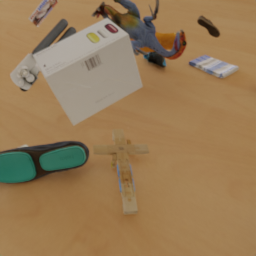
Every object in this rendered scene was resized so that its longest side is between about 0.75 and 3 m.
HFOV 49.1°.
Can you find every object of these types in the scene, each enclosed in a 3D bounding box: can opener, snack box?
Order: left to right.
[{"bbox_3d":[-2.471,-2.107,8.106,2.388,0.628,0.794,-51,22,-4],"label":"can opener"},{"bbox_3d":[-2.913,-4.032,9.604,0.408,1.134,0.138,44,10,4],"label":"snack box"}]

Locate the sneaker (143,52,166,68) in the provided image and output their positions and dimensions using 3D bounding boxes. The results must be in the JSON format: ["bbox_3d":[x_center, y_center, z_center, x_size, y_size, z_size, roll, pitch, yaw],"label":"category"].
[{"bbox_3d":[1.222,-3.107,12.790,0.690,0.617,1.684,-20,33,-6],"label":"sneaker"}]

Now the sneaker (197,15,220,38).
[{"bbox_3d":[3.103,-3.878,10.593,1.059,0.373,0.400,37,58,-11],"label":"sneaker"}]

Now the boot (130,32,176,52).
[{"bbox_3d":[0.919,-3.188,10.202,1.843,0.906,2.574,6,20,27],"label":"boot"}]

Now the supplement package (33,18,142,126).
[{"bbox_3d":[-0.770,-1.137,5.684,1.700,1.324,0.943,-31,48,-10],"label":"supplement package"}]

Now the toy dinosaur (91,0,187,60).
[{"bbox_3d":[0.436,-3.060,8.354,2.699,1.562,2.974,37,14,-16],"label":"toy dinosaur"}]

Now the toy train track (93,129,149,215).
[{"bbox_3d":[-0.141,1.128,7.545,1.558,0.442,2.717,0,43,-11],"label":"toy train track"}]

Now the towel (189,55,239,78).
[{"bbox_3d":[3.847,-2.815,12.628,1.380,0.224,1.879,-28,46,-31],"label":"towel"}]

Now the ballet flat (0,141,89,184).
[{"bbox_3d":[-2.405,0.861,7.540,2.775,1.014,1.014,-10,39,-3],"label":"ballet flat"}]

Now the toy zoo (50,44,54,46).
[{"bbox_3d":[-2.733,-4.063,14.200,2.087,0.213,1.369,23,44,25],"label":"toy zoo"}]
